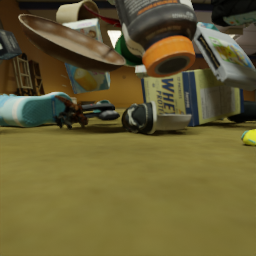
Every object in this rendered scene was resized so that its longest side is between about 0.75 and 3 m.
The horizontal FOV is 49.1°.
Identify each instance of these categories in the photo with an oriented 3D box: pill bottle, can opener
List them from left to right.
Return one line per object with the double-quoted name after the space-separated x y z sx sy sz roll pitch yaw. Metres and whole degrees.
-1.629 -0.742 12.699 2.593 0.822 1.019 -3 6 -36 "can opener"
0.534 -2.585 6.047 1.558 2.933 1.558 -13 -15 -4 "pill bottle"

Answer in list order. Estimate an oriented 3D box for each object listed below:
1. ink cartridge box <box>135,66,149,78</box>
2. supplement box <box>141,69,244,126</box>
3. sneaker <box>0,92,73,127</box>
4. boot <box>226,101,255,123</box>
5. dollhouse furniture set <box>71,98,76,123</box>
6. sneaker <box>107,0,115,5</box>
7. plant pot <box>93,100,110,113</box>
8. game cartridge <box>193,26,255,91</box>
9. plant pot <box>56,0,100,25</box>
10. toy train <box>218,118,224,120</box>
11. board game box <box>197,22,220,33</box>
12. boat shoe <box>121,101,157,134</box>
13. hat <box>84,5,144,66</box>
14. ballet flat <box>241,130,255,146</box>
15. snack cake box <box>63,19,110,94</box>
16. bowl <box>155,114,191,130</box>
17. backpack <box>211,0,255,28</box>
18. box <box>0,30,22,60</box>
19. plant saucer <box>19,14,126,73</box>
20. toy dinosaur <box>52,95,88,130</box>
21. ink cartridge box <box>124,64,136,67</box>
0.728 -2.342 11.090 0.762 0.554 0.551 2 -14 17 "ink cartridge box"
2.333 -1.215 10.390 2.610 1.754 2.612 -13 10 -31 "supplement box"
-3.390 -0.691 9.849 1.951 1.188 2.988 3 5 23 "sneaker"
5.107 -0.517 10.291 2.337 0.865 1.915 -2 10 -10 "boot"
-2.876 -0.726 11.342 1.537 1.000 1.412 0 4 -8 "dollhouse furniture set"
-0.621 -4.256 8.297 0.563 0.902 1.530 -26 -11 38 "sneaker"
-1.234 -0.870 14.575 0.979 0.979 0.660 3 -34 33 "plant pot"
2.972 -2.138 8.468 1.567 2.351 0.476 7 -40 -31 "game cartridge"
-1.746 -3.677 9.449 1.101 1.202 1.202 16 12 29 "plant pot"
4.140 -0.509 13.160 0.781 0.333 0.445 -1 -8 10 "toy train"
3.324 -3.635 11.049 1.212 0.284 0.915 31 9 -34 "board game box"
0.232 -0.216 6.909 0.621 0.779 2.059 0 -7 -8 "boat shoe"
0.146 -2.599 7.257 1.753 1.452 1.543 -31 -26 -4 "hat"
2.298 0.167 4.927 0.306 0.305 0.912 30 25 35 "ballet flat"
-1.310 -2.153 8.620 1.179 2.050 0.689 -7 36 6 "snack cake box"
1.097 -0.179 8.061 1.151 0.430 1.149 -4 6 -34 "bowl"
3.329 -3.359 6.522 1.832 1.943 2.382 12 6 -14 "backpack"
-4.061 -2.694 9.140 0.562 0.797 1.077 -22 10 7 "box"
-1.308 -1.946 6.677 2.594 0.416 2.594 22 22 -9 "plant saucer"
-1.704 -0.433 8.125 1.285 0.872 0.657 41 -27 -17 "toy dinosaur"
1.057 -3.398 11.557 2.566 1.874 1.082 8 49 -3 "ink cartridge box"
